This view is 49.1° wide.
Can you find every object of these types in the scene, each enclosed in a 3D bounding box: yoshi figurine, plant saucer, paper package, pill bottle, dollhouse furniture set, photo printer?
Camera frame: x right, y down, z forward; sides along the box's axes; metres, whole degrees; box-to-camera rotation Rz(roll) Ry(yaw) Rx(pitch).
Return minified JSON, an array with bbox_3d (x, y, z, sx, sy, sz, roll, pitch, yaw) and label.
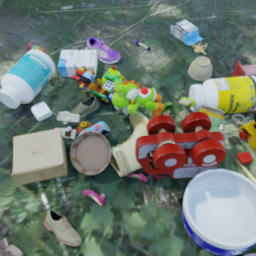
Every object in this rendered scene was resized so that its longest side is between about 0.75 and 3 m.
[{"bbox_3d":[0.243,-1.027,10.520,2.093,1.176,1.172,19,83,-30],"label":"yoshi figurine"},{"bbox_3d":[-1.278,0.881,9.759,1.501,0.259,1.501,-2,82,14],"label":"plant saucer"},{"bbox_3d":[-3.141,1.001,10.002,1.726,0.893,1.646,-11,53,-8],"label":"paper package"},{"bbox_3d":[3.900,-1.293,11.432,2.583,1.452,1.452,-5,52,-2],"label":"pill bottle"},{"bbox_3d":[2.377,-0.398,10.786,2.394,1.197,0.924,23,27,27],"label":"dollhouse furniture set"},{"bbox_3d":[5.660,-1.632,11.901,1.474,1.114,2.740,-6,53,-5],"label":"dollhouse furniture set"},{"bbox_3d":[-4.387,-2.051,12.018,1.451,1.451,2.619,18,54,13],"label":"pill bottle"},{"bbox_3d":[-3.646,-0.705,11.719,0.653,0.273,0.785,-30,58,-20],"label":"photo printer"}]

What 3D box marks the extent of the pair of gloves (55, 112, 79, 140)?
[{"bbox_3d":[-2.401,-0.107,10.926,0.888,0.183,1.044,13,93,2],"label":"pair of gloves"}]

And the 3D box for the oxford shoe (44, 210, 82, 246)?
[{"bbox_3d":[-1.987,3.055,8.545,1.434,0.536,0.505,26,25,19],"label":"oxford shoe"}]

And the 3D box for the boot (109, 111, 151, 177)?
[{"bbox_3d":[0.049,0.535,10.353,1.911,0.895,2.459,-18,57,-16],"label":"boot"}]

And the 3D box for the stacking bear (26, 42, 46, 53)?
[{"bbox_3d":[-4.563,-3.875,14.063,0.858,0.488,0.521,22,51,4],"label":"stacking bear"}]

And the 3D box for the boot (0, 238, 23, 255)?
[{"bbox_3d":[-3.520,4.001,7.913,1.675,0.588,1.225,37,55,19],"label":"boot"}]

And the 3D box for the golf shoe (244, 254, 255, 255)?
[{"bbox_3d":[3.093,4.002,7.802,1.580,0.723,0.595,-29,60,-19],"label":"golf shoe"}]

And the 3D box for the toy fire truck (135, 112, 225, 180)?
[{"bbox_3d":[1.659,0.913,9.115,2.867,2.407,1.607,-5,45,-5],"label":"toy fire truck"}]

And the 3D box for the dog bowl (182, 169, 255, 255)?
[{"bbox_3d":[2.907,2.560,8.638,2.451,0.965,2.451,-2,49,2],"label":"dog bowl"}]

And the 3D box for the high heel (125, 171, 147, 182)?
[{"bbox_3d":[0.294,1.750,9.830,0.780,0.263,0.375,26,48,35],"label":"high heel"}]

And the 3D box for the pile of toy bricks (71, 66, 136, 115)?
[{"bbox_3d":[-0.852,-1.915,11.679,2.899,1.608,1.431,28,76,27],"label":"pile of toy bricks"}]

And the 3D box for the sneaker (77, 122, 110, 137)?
[{"bbox_3d":[-1.259,0.302,10.284,1.395,0.553,0.666,-35,57,-21],"label":"sneaker"}]

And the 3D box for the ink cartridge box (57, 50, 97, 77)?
[{"bbox_3d":[-2.356,-3.046,13.245,1.679,0.721,1.230,1,53,0],"label":"ink cartridge box"}]

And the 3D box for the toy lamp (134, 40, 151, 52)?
[{"bbox_3d":[0.721,-4.283,14.492,0.971,0.283,0.283,35,60,25],"label":"toy lamp"}]

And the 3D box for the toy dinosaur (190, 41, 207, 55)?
[{"bbox_3d":[3.728,-4.049,14.343,0.647,0.372,1.279,-36,54,-6],"label":"toy dinosaur"}]

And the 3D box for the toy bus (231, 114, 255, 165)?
[{"bbox_3d":[5.234,0.234,10.304,2.642,1.365,2.493,15,54,11],"label":"toy bus"}]

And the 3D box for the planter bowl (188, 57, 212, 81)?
[{"bbox_3d":[3.421,-2.841,13.079,1.111,0.748,1.111,0,53,-1],"label":"planter bowl"}]

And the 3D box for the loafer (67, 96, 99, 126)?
[{"bbox_3d":[-1.940,-0.774,11.558,0.659,0.610,1.751,34,60,23],"label":"loafer"}]

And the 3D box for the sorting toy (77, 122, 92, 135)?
[{"bbox_3d":[-1.527,0.250,10.762,0.849,0.580,1.413,-35,58,-22],"label":"sorting toy"}]

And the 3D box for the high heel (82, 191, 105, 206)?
[{"bbox_3d":[-1.179,2.350,9.376,0.789,0.266,0.378,16,47,-2],"label":"high heel"}]

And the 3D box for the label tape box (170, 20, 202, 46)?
[{"bbox_3d":[3.142,-5.102,14.993,1.068,0.493,1.490,-31,57,-21],"label":"label tape box"}]

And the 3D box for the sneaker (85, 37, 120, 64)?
[{"bbox_3d":[-1.290,-3.871,13.795,1.997,0.883,0.803,27,56,18],"label":"sneaker"}]
